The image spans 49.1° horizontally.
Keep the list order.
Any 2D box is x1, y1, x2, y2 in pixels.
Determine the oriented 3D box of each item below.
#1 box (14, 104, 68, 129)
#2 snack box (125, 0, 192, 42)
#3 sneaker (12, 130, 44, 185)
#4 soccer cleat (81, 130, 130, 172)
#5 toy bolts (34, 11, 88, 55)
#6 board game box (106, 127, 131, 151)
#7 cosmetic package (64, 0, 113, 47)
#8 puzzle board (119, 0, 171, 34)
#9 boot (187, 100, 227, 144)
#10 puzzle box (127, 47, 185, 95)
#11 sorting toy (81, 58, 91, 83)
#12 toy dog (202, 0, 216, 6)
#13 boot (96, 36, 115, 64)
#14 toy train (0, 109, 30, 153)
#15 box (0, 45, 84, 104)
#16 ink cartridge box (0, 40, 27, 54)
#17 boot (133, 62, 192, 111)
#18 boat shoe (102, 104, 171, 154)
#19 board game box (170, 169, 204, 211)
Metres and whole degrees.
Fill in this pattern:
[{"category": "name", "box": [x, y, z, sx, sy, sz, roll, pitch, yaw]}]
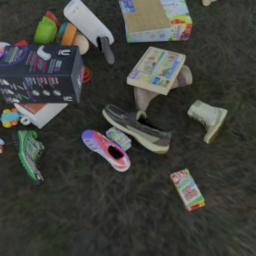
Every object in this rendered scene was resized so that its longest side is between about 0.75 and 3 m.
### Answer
[{"category": "box", "box": [-3.107, -0.906, 10.057, 1.111, 0.776, 1.459, 30, 59, 20]}, {"category": "snack box", "box": [1.279, -5.092, 12.981, 2.848, 0.964, 2.402, -2, 53, -2]}, {"category": "sneaker", "box": [-3.017, 0.840, 8.782, 0.861, 0.788, 2.020, -15, 60, -23]}, {"category": "soccer cleat", "box": [-0.749, 0.580, 8.987, 1.999, 0.732, 0.682, 37, 65, 24]}, {"category": "toy bolts", "box": [-2.749, -3.259, 11.394, 1.877, 2.585, 2.707, 19, 33, -18]}, {"category": "board game box", "box": [-0.325, 0.386, 9.340, 0.406, 0.414, 0.789, -36, 62, -23]}, {"category": "cosmetic package", "box": [-1.608, -4.249, 11.562, 0.776, 2.095, 1.065, -38, 34, 16]}, {"category": "puzzle board", "box": [0.690, -4.909, 12.145, 1.808, 0.209, 2.399, -10, 55, -4]}, {"category": "boot", "box": [2.612, -0.249, 9.718, 1.229, 0.573, 1.590, 26, 56, 19]}, {"category": "puzzle box", "box": [1.047, -2.120, 10.065, 1.455, 0.278, 2.187, 18, 50, 15]}, {"category": "sorting toy", "box": [-2.140, -2.447, 11.159, 1.559, 0.640, 0.937, 27, 66, 13]}, {"category": "toy dog", "box": [4.492, -6.983, 14.456, 1.733, 0.835, 1.143, -29, 59, -19]}, {"category": "boot", "box": [-0.948, -3.061, 11.197, 0.412, 1.181, 0.777, -14, 15, 25]}, {"category": "toy train", "box": [-4.203, 0.147, 9.511, 1.313, 0.486, 1.748, 35, 63, 19]}, {"category": "box", "box": [-2.879, -1.774, 9.347, 2.529, 1.341, 1.546, 1, 53, 3]}, {"category": "ink cartridge box", "box": [-5.048, -3.232, 11.989, 1.694, 0.425, 1.374, -30, 60, -17]}, {"category": "boot", "box": [1.285, -1.684, 10.397, 2.121, 1.019, 2.901, -4, 48, 4]}, {"category": "boat shoe", "box": [0.309, -0.188, 9.236, 2.690, 0.872, 0.985, 33, 25, 24]}, {"category": "board game box", "box": [1.783, 1.854, 8.436, 0.574, 0.180, 1.201, -17, 58, -11]}]
